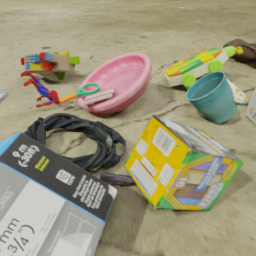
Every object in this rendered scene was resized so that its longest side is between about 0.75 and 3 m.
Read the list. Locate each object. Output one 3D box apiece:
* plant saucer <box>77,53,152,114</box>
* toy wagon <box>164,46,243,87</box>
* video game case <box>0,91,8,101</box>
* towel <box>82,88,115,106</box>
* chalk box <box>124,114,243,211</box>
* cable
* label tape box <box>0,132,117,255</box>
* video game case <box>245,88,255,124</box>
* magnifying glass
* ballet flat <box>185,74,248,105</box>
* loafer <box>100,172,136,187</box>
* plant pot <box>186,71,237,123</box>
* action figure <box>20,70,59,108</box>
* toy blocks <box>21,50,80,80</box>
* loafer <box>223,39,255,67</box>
[{"bbox_3d":[-0.368,-1.328,8.715,2.534,0.642,2.534,-21,39,18],"label":"plant saucer"},{"bbox_3d":[2.718,-2.372,10.242,2.823,0.559,2.191,-26,20,9],"label":"toy wagon"},{"bbox_3d":[-4.840,-0.984,9.434,1.160,0.128,1.057,2,31,3],"label":"video game case"},{"bbox_3d":[-0.835,-0.912,8.204,0.897,0.142,1.245,-16,15,5],"label":"towel"},{"bbox_3d":[1.148,0.715,5.256,1.930,1.195,1.201,16,20,-37],"label":"chalk box"},{"bbox_3d":[-1.491,0.381,6.686,2.155,0.671,2.641,-27,40,-35],"label":"cable"},{"bbox_3d":[-1.709,1.104,3.881,2.698,0.854,1.946,33,39,-9],"label":"label tape box"},{"bbox_3d":[4.065,-0.794,6.675,0.321,2.659,2.917,2,30,-12],"label":"video game case"},{"bbox_3d":[-1.487,-1.071,8.620,1.369,0.153,0.545,-29,45,-25],"label":"magnifying glass"},{"bbox_3d":[2.970,-1.415,9.566,2.271,0.726,0.859,21,33,30],"label":"ballet flat"},{"bbox_3d":[-0.193,1.120,5.916,0.828,0.261,0.298,8,2,5],"label":"loafer"},{"bbox_3d":[2.440,-0.781,7.918,1.191,1.119,1.191,-34,23,17],"label":"plant pot"},{"bbox_3d":[-2.730,-1.004,8.507,0.860,1.737,0.567,-29,65,11],"label":"action figure"},{"bbox_3d":[-3.085,-2.339,10.256,2.185,1.092,1.493,3,7,34],"label":"toy blocks"},{"bbox_3d":[5.186,-3.319,12.677,0.963,0.990,2.711,-15,27,-5],"label":"loafer"}]
